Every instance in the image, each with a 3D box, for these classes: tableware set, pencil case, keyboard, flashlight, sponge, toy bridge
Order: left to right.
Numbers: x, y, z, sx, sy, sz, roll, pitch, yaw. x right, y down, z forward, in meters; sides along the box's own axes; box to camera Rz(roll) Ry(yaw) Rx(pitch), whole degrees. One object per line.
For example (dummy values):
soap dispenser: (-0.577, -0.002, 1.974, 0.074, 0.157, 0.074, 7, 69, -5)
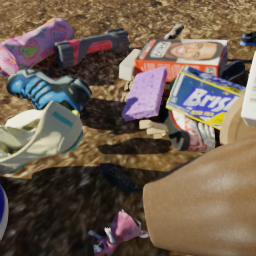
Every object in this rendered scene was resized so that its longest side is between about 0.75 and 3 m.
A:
pencil case: (-3.308, -2.916, 10.087, 1.279, 1.279, 2.925, 25, 49, 24)
flashlight: (-1.261, -2.906, 10.329, 2.814, 0.953, 0.956, -19, 56, -26)
keyboard: (-0.243, 1.124, 6.355, 0.638, 0.136, 1.063, -3, 33, -48)
tableware set: (0.245, -1.195, 8.924, 0.814, 0.247, 1.232, 8, 44, 8)
sponge: (0.522, -1.024, 8.205, 1.039, 0.278, 1.863, -10, 43, 31)
toy bridge: (0.673, 0.044, 6.549, 0.462, 1.373, 0.187, -7, 76, 17)

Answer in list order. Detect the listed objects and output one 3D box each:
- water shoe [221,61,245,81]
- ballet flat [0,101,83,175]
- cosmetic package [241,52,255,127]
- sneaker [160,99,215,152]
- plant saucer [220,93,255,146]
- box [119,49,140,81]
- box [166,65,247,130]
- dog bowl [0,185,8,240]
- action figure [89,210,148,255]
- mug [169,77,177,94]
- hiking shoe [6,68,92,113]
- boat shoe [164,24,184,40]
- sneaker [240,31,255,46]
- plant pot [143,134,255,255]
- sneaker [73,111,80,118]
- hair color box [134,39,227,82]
water shoe: (3.079, -1.699, 9.333, 1.626, 0.581, 0.642, -22, 2, -2)
ballet flat: (-2.113, 0.214, 5.551, 2.942, 1.022, 1.022, -22, 31, 35)
cosmetic package: (2.833, -0.562, 5.084, 1.180, 1.178, 1.430, 13, 1, 28)
sneaker: (1.574, -0.052, 7.478, 1.079, 0.672, 2.013, 7, 32, -15)
plant saucer: (3.211, 0.254, 5.973, 2.474, 2.474, 0.364, 26, 15, 25)
box: (0.166, -2.199, 9.755, 0.467, 0.570, 1.200, 21, 48, 15)
box: (2.573, -0.531, 7.080, 2.998, 1.050, 0.964, 23, 28, 8)
dog bowl: (-3.878, 1.649, 5.285, 2.840, 1.118, 2.840, 0, 43, 0)
action figure: (-0.261, 2.120, 5.368, 0.769, 0.692, 1.033, 49, 66, -11)
mug: (1.671, -1.172, 8.426, 0.739, 0.900, 0.556, 30, 38, -18)
hiking shoe: (-2.511, -0.936, 8.086, 2.833, 1.054, 1.228, 8, 61, 22)
boat shoe: (1.658, -3.341, 10.048, 0.306, 0.847, 0.307, 33, 45, -22)
sneaker: (5.222, -3.640, 11.322, 1.290, 0.502, 0.452, -6, 43, -6)
plant pot: (1.590, 1.382, 5.050, 2.436, 2.277, 2.277, -13, 42, 12)
sneaker: (-1.753, -0.223, 6.947, 1.123, 0.507, 0.439, -23, 34, -14)
hair color box: (1.708, -2.187, 9.102, 2.684, 0.822, 1.362, 10, 51, 26)
